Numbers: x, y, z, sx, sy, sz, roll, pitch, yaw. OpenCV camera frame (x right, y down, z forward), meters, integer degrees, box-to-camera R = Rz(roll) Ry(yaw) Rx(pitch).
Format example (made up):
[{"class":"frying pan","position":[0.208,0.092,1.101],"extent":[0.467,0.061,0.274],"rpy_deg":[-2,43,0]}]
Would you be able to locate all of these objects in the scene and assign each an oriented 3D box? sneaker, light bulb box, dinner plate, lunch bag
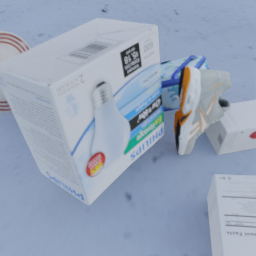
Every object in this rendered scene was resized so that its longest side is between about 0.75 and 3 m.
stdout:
[{"class":"sneaker","position":[1.842,-0.263,6.974],"extent":[1.245,2.706,1.024],"rpy_deg":[0,47,1]},{"class":"light bulb box","position":[-0.748,-0.467,6.098],"extent":[1.780,2.853,2.828],"rpy_deg":[23,48,35]},{"class":"dinner plate","position":[-3.704,-1.652,8.436],"extent":[0.290,2.389,2.389],"rpy_deg":[10,48,26]},{"class":"lunch bag","position":[1.357,-1.358,8.405],"extent":[1.979,1.015,2.462],"rpy_deg":[-6,24,34]}]

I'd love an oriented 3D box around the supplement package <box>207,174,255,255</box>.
[{"class":"supplement package","position":[2.365,2.093,5.835],"extent":[1.142,1.157,1.908],"rpy_deg":[2,51,7]}]

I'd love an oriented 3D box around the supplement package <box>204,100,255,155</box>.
[{"class":"supplement package","position":[3.218,-0.041,7.916],"extent":[1.682,1.020,1.008],"rpy_deg":[-10,49,-8]}]
